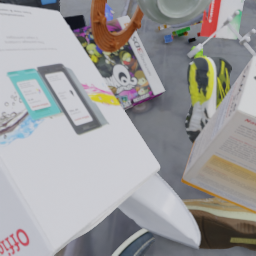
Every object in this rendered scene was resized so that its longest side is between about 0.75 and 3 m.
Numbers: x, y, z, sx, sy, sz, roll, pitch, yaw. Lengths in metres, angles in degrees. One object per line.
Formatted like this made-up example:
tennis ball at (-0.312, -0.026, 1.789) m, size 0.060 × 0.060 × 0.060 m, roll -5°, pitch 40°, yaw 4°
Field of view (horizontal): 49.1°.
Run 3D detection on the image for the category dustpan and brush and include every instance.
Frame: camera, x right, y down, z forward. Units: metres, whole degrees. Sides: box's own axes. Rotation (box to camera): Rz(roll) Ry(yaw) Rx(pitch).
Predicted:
dustpan and brush at (-0.022, 0.582, 3.585) m, size 2.033 × 1.419 × 0.582 m, roll 45°, pitch 65°, yaw -17°

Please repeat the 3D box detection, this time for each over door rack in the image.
over door rack at (2.164, -1.571, 5.687) m, size 1.179 × 0.532 × 1.596 m, roll 48°, pitch 68°, yaw -2°

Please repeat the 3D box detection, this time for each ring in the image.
ring at (0.002, -2.971, 6.417) m, size 0.252 × 2.626 × 2.626 m, roll 29°, pitch 53°, yaw 16°

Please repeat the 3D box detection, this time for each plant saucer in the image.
plant saucer at (1.003, -2.718, 5.623) m, size 1.710 × 1.710 × 0.429 m, roll -2°, pitch 55°, yaw -2°

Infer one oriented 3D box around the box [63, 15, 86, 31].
box at (-2.175, -2.728, 9.062) m, size 1.694 × 1.666 × 1.050 m, roll -13°, pitch 89°, yaw -12°

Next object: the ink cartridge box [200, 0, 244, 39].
ink cartridge box at (2.355, -2.833, 6.881) m, size 0.376 × 1.209 × 1.502 m, roll 18°, pitch 23°, yaw 36°

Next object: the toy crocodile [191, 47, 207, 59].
toy crocodile at (2.495, -2.527, 9.955) m, size 0.397 × 0.363 × 1.177 m, roll -5°, pitch 51°, yaw -5°

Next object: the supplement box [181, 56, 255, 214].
supplement box at (1.756, 0.311, 3.772) m, size 1.438 × 2.283 × 0.839 m, roll 23°, pitch 62°, yaw 6°

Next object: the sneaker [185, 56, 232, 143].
sneaker at (1.538, -0.399, 5.046) m, size 0.769 × 1.816 × 0.676 m, roll -17°, pitch 29°, yaw -25°

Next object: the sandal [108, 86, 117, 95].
sandal at (-0.948, -0.448, 5.641) m, size 1.778 × 0.480 × 0.714 m, roll -17°, pitch 14°, yaw 26°

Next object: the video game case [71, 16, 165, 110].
video game case at (-0.712, -1.662, 8.066) m, size 2.888 × 0.517 × 2.618 m, roll -24°, pitch 86°, yaw -21°

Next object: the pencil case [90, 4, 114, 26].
pencil case at (-0.994, -4.064, 10.984) m, size 0.982 × 0.882 × 2.261 m, roll -13°, pitch 47°, yaw 7°

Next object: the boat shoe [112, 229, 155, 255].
boat shoe at (-0.244, 2.667, 4.667) m, size 0.697 × 0.844 × 2.255 m, roll 34°, pitch 56°, yaw 29°

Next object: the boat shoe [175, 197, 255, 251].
boat shoe at (1.853, 1.777, 5.598) m, size 2.662 × 0.954 × 1.014 m, roll 10°, pitch 33°, yaw -2°

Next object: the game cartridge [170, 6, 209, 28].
game cartridge at (1.769, -3.435, 8.044) m, size 1.332 × 0.887 × 0.272 m, roll -12°, pitch -3°, yaw 40°

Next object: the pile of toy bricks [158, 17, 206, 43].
pile of toy bricks at (2.128, -3.803, 10.915) m, size 1.787 × 0.991 × 0.882 m, roll -12°, pitch 17°, yaw 10°

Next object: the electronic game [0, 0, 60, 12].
electronic game at (-2.616, -2.263, 5.359) m, size 2.657 × 2.657 × 0.553 m, roll -20°, pitch 66°, yaw -18°

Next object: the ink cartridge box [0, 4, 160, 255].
ink cartridge box at (-1.025, 0.110, 2.705) m, size 1.457 × 1.464 × 1.996 m, roll -24°, pitch 79°, yaw -53°
